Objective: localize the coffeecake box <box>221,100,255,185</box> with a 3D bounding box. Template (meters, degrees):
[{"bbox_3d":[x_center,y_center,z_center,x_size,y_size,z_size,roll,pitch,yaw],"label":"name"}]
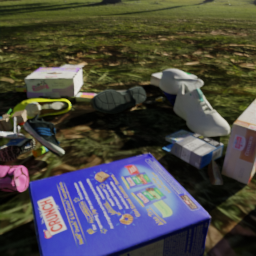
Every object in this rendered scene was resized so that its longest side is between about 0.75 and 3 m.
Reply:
[{"bbox_3d":[3.455,0.315,7.818,0.755,1.587,2.068,21,35,31],"label":"coffeecake box"}]

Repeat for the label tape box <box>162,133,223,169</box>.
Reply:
[{"bbox_3d":[1.942,0.570,8.567,1.067,0.468,1.480,-21,34,-35],"label":"label tape box"}]

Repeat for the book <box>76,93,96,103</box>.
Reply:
[{"bbox_3d":[-1.740,-1.374,12.590,1.074,0.258,0.717,3,26,4],"label":"book"}]

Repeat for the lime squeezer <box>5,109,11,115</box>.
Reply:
[{"bbox_3d":[-4.696,-0.138,9.922,0.276,0.516,1.462,32,43,17],"label":"lime squeezer"}]

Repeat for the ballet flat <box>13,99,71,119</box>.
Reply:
[{"bbox_3d":[-3.277,-0.779,10.807,2.186,0.730,0.733,-9,7,-22],"label":"ballet flat"}]

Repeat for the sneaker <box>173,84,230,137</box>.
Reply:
[{"bbox_3d":[2.563,-0.737,10.174,1.113,1.309,2.958,-9,30,-21],"label":"sneaker"}]

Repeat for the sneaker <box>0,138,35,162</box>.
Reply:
[{"bbox_3d":[-3.512,0.636,8.530,0.571,0.503,1.282,9,20,33],"label":"sneaker"}]

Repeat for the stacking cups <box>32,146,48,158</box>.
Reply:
[{"bbox_3d":[-2.576,0.629,8.710,0.254,0.254,0.840,16,30,28],"label":"stacking cups"}]

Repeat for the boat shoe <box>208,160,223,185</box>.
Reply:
[{"bbox_3d":[2.345,1.212,7.549,0.275,0.321,0.877,14,37,0],"label":"boat shoe"}]

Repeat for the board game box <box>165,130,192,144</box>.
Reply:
[{"bbox_3d":[1.734,0.313,9.365,0.816,0.140,0.549,-20,27,-33],"label":"board game box"}]

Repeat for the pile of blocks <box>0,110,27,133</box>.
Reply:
[{"bbox_3d":[-4.264,-0.086,9.633,1.672,0.520,0.686,-21,26,-19],"label":"pile of blocks"}]

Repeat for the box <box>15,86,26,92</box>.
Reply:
[{"bbox_3d":[-4.979,-1.894,13.604,0.878,0.220,0.330,5,28,8],"label":"box"}]

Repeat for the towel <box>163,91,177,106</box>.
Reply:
[{"bbox_3d":[2.313,-1.468,12.600,1.396,0.468,1.890,3,27,-7],"label":"towel"}]

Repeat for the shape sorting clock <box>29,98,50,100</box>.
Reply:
[{"bbox_3d":[-3.951,-1.213,12.316,0.985,0.193,0.985,0,27,0],"label":"shape sorting clock"}]

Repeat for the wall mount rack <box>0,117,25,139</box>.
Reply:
[{"bbox_3d":[-3.859,-0.020,8.666,1.290,0.481,1.121,7,12,-31],"label":"wall mount rack"}]

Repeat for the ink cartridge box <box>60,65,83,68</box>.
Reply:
[{"bbox_3d":[-3.375,-3.339,16.306,1.221,0.380,1.517,5,23,11],"label":"ink cartridge box"}]

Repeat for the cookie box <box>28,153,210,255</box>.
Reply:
[{"bbox_3d":[-0.326,1.763,5.548,2.856,1.073,2.443,-11,27,-20],"label":"cookie box"}]

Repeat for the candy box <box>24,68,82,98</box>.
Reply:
[{"bbox_3d":[-3.386,-2.175,13.178,2.128,0.908,2.537,0,22,-1],"label":"candy box"}]

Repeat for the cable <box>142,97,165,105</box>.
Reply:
[{"bbox_3d":[1.085,-1.173,12.126,1.020,0.257,0.495,-4,10,2],"label":"cable"}]

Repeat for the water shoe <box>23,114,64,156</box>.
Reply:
[{"bbox_3d":[-2.464,0.154,8.462,1.798,0.643,0.709,33,73,28],"label":"water shoe"}]

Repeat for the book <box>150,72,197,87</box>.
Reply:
[{"bbox_3d":[2.402,-2.521,14.638,2.108,0.507,1.408,-22,38,-39],"label":"book"}]

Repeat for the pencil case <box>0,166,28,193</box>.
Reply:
[{"bbox_3d":[-3.401,1.286,6.932,1.675,0.760,0.784,-1,-4,-1],"label":"pencil case"}]

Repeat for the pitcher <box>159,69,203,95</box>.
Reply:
[{"bbox_3d":[2.177,-1.884,11.532,1.704,1.033,1.462,14,-5,7],"label":"pitcher"}]

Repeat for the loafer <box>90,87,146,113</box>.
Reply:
[{"bbox_3d":[-0.470,-1.112,11.603,2.667,0.958,0.839,-15,4,-36],"label":"loafer"}]
